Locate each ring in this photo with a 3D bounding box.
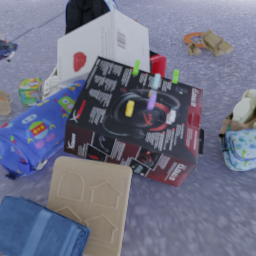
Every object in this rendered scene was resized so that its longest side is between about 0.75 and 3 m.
[{"bbox_3d":[3.285,-3.831,12.302,1.720,0.165,1.720,0,39,0],"label":"ring"}]

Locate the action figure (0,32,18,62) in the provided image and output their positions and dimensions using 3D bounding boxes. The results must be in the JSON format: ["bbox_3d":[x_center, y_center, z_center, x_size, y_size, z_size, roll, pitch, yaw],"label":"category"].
[{"bbox_3d":[-2.488,-1.661,4.814,1.521,1.472,0.796,3,70,28],"label":"action figure"}]

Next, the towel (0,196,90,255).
[{"bbox_3d":[-1.509,1.797,4.652,1.656,0.402,0.925,17,73,20],"label":"towel"}]

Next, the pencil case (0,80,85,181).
[{"bbox_3d":[-1.780,-0.072,6.627,1.274,1.145,2.934,39,46,6],"label":"pencil case"}]

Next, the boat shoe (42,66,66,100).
[{"bbox_3d":[-2.167,-1.155,8.302,0.823,0.805,2.323,-3,39,-5],"label":"boat shoe"}]

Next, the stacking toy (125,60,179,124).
[{"bbox_3d":[0.493,-0.706,5.424,0.916,0.285,1.215,12,74,-7],"label":"stacking toy"}]

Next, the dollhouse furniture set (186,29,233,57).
[{"bbox_3d":[3.189,-2.943,10.971,1.195,0.751,1.351,-36,54,5],"label":"dollhouse furniture set"}]

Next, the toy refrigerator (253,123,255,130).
[{"bbox_3d":[3.936,-0.277,6.646,2.189,0.831,0.766,-37,32,-19],"label":"toy refrigerator"}]

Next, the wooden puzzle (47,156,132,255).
[{"bbox_3d":[-0.710,1.358,4.917,1.439,0.360,1.554,7,80,15],"label":"wooden puzzle"}]

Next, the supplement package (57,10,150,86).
[{"bbox_3d":[-0.732,-1.944,7.698,2.291,1.389,1.372,-9,-11,40],"label":"supplement package"}]

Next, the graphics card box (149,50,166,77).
[{"bbox_3d":[0.128,-1.815,8.646,0.585,1.443,2.301,-27,46,-30],"label":"graphics card box"}]

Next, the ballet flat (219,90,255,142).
[{"bbox_3d":[3.178,-0.455,7.258,0.908,0.897,2.668,11,36,36],"label":"ballet flat"}]

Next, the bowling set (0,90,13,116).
[{"bbox_3d":[-4.587,-1.084,7.535,2.569,1.788,1.379,-14,38,-24],"label":"bowling set"}]

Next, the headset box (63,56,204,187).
[{"bbox_3d":[0.326,-0.142,6.071,2.845,1.067,2.115,17,52,-2],"label":"headset box"}]

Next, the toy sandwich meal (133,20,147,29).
[{"bbox_3d":[-0.088,-4.478,12.377,1.957,0.670,1.957,-8,24,3],"label":"toy sandwich meal"}]

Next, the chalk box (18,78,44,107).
[{"bbox_3d":[-2.880,-1.021,8.335,0.569,0.566,0.915,-5,38,-5],"label":"chalk box"}]

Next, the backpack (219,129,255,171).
[{"bbox_3d":[2.466,0.481,6.039,0.795,0.638,0.868,-4,79,-1],"label":"backpack"}]

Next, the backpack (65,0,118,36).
[{"bbox_3d":[-1.288,-3.944,10.706,2.389,2.276,1.840,5,38,8],"label":"backpack"}]
